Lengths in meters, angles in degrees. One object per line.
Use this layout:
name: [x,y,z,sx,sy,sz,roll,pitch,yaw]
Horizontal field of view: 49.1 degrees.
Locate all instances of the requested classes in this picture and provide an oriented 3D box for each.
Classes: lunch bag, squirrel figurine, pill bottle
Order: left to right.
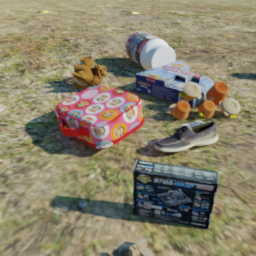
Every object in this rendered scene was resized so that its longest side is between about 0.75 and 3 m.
squirrel figurine: [-1.697,-2.525,12.536,1.492,1.056,1.392,13,66,3]
lunch bag: [-1.088,-0.388,9.204,2.404,1.118,2.729,-34,39,-31]
pill bottle: [1.141,-3.975,14.771,1.702,1.702,2.938,-13,33,-20]

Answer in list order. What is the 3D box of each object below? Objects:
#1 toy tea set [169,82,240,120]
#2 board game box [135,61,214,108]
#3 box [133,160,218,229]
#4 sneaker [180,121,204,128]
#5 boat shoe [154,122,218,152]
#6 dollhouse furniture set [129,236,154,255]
toy tea set: [2.851,-0.923,10.890,2.732,1.011,1.624,-3,61,-10]
board game box: [2.284,-2.141,12.581,2.845,0.877,2.843,21,38,30]
box: [0.987,1.487,6.207,1.777,1.413,0.409,7,32,12]
sneaker: [2.357,-0.071,9.709,1.066,0.377,0.389,2,32,3]
boat shoe: [1.824,0.245,8.757,2.152,0.697,0.774,-9,20,-14]
dollhouse furniture set: [0.484,2.519,5.421,0.419,0.491,0.947,-27,41,-34]
